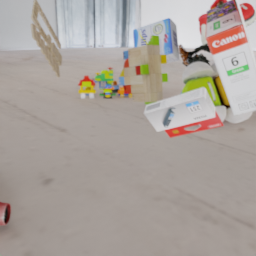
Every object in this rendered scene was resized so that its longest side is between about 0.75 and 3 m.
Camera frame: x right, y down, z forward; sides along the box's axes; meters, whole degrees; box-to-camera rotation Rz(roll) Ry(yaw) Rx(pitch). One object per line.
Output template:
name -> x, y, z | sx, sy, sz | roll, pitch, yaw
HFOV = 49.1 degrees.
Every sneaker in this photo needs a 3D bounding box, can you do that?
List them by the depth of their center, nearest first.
sneaker -> 3.104, -3.527, 8.681 | 1.038, 1.144, 2.695 | 3, 34, 49

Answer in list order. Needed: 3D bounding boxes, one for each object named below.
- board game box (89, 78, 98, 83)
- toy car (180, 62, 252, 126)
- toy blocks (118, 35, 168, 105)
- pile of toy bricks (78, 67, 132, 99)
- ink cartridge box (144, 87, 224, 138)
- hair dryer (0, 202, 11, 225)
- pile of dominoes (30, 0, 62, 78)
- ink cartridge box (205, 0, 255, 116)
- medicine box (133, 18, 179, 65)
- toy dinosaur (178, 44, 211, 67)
board game box -> -2.110, -2.839, 16.807 | 0.554, 0.141, 0.819 | 0, 20, 0
toy car -> 2.819, -1.031, 9.645 | 2.478, 2.168, 1.858 | -10, -15, -20
toy blocks -> 0.202, -1.055, 5.635 | 0.696, 1.393, 0.953 | -13, 12, -40
pile of toy bricks -> -0.972, -2.193, 13.281 | 2.688, 1.327, 1.491 | -1, 20, -4
ink cartridge box -> 0.738, -0.110, 3.664 | 0.821, 0.723, 0.184 | -16, 41, 32
hair dryer -> -3.073, 1.131, 5.013 | 2.716, 0.738, 2.068 | 15, 24, 34
pile of dominoes -> -1.729, -1.776, 5.773 | 0.206, 1.295, 1.010 | -11, 56, 9
ink cartridge box -> 1.913, -1.703, 5.321 | 0.666, 2.643, 1.440 | -16, 33, 28
medicine box -> 0.995, -2.956, 9.970 | 1.445, 1.316, 0.744 | -8, -9, 28
toy dinosaur -> 2.284, -2.402, 9.799 | 1.074, 0.808, 1.582 | -6, -3, 45
